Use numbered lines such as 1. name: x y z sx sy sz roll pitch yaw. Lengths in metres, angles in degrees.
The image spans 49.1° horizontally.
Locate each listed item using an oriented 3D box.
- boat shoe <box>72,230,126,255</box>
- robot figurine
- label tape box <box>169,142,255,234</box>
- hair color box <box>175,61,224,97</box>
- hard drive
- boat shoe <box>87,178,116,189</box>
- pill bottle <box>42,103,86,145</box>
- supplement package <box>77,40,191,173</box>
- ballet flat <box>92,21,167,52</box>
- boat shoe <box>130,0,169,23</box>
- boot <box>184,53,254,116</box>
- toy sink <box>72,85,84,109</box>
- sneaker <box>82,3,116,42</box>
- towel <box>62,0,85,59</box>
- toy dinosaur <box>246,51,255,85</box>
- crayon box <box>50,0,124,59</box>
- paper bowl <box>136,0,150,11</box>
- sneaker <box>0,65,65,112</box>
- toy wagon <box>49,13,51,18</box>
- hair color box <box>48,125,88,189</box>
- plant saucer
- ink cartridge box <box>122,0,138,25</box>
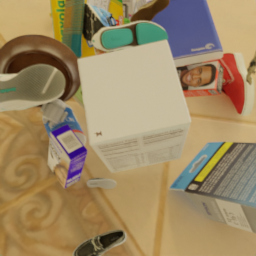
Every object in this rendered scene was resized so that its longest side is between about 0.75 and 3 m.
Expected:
1. boat shoe: -0.681 2.683 6.515 1.340 0.475 0.483 -23 57 -16
2. robot figurine: -1.927 -0.422 7.295 0.670 0.446 0.790 28 82 -21
3. label tape box: 2.763 1.323 6.891 2.091 0.965 2.919 -41 20 -29
4. hair color box: 1.947 -1.439 8.596 1.757 0.538 0.892 0 74 38
5. hard drive: 1.680 -3.190 8.866 1.929 0.371 2.924 -9 57 8
6. boat shoe: -0.703 1.430 7.437 0.774 0.279 0.274 6 16 -7
7. pill bottle: -1.975 -0.109 8.286 0.961 0.961 1.712 -22 57 -16
8. supplement package: 0.180 -0.316 6.838 2.014 2.673 2.029 -12 69 2
9. ballet flat: 0.029 -2.182 6.754 2.034 0.706 0.706 -16 53 -33
10. boat shoe: 0.653 -3.584 8.607 1.320 0.484 0.414 -28 30 10
11. boot: 2.900 -1.506 9.329 2.074 1.041 2.875 1 46 2
12. toy sink: -0.956 -1.243 8.509 0.902 1.384 0.775 47 23 14
13. sneaker: -0.800 -3.114 8.067 1.063 0.927 2.364 -2 33 -16
14. towel: -1.554 -2.947 7.965 0.200 1.846 1.354 -2 19 -32
15. toy dinosaur: 3.612 -1.892 7.932 0.312 0.580 1.316 22 94 12
16. crayon box: -1.352 -3.410 9.506 2.356 2.730 0.796 -7 8 -17
17. paper bowl: 1.191 -4.579 11.299 1.912 0.994 1.912 16 55 -25
18. sneaker: -2.875 -0.735 6.315 2.904 1.164 1.021 -4 84 -11
19. toy wagon: -2.370 -5.146 12.332 2.288 0.453 1.775 -32 59 -20
20. hair color box: -1.559 0.760 7.005 0.526 1.625 0.888 -29 68 -31
21. plant saucer: -2.239 -1.275 7.067 2.142 2.142 0.344 -7 45 -5
22. ink cartridge box: -0.392 -5.148 11.311 1.519 2.070 1.512 9 54 6
